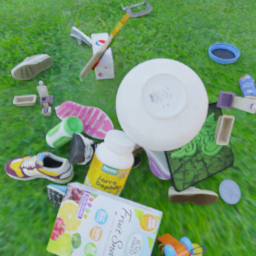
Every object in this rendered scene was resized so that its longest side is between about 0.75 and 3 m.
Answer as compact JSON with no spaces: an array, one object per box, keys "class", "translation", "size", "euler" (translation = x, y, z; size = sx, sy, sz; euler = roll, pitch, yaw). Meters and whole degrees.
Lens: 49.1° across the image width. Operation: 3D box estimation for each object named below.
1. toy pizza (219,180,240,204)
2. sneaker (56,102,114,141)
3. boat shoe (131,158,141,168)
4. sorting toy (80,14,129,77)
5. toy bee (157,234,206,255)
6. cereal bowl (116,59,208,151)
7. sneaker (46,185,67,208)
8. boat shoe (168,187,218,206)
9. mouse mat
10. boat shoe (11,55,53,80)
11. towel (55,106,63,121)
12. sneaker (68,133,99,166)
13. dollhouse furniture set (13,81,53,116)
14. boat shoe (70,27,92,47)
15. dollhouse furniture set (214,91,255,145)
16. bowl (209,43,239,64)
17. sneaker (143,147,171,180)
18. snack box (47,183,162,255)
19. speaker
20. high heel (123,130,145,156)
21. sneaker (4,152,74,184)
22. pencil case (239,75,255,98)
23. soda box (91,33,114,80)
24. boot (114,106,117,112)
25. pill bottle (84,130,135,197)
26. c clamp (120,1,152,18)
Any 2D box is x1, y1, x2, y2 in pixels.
[{"class":"toy pizza","translation":[3.220,2.036,8.908],"size":[0.760,0.120,0.760],"euler":[6,67,-16]},{"class":"sneaker","translation":[-1.424,-0.145,10.288],"size":[2.674,1.169,0.986],"euler":[22,72,34]},{"class":"boat shoe","translation":[0.089,1.242,9.787],"size":[0.841,0.263,0.308],"euler":[-22,48,-20]},{"class":"sorting toy","translation":[-0.875,-3.275,11.341],"size":[0.363,2.710,2.019],"euler":[38,51,-13]},{"class":"toy bee","translation":[1.324,3.428,7.046],"size":[1.316,2.011,1.093],"euler":[-16,85,1]},{"class":"cereal bowl","translation":[0.937,-0.721,7.641],"size":[2.617,1.090,2.617],"euler":[0,79,0]},{"class":"sneaker","translation":[-1.811,2.132,8.885],"size":[1.649,0.646,0.741],"euler":[14,28,12]},{"class":"boat shoe","translation":[2.039,2.084,8.846],"size":[1.520,0.548,0.494],"euler":[0,33,3]},{"class":"mouse mat","translation":[2.304,0.533,9.091],"size":[2.894,0.109,2.328],"euler":[-18,94,-32]},{"class":"boat shoe","translation":[-4.584,-2.882,13.193],"size":[0.713,0.779,2.085],"euler":[31,47,30]},{"class":"towel","translation":[-2.492,-0.611,11.497],"size":[0.705,0.183,1.063],"euler":[-24,52,-22]},{"class":"sneaker","translation":[-1.293,0.732,8.904],"size":[1.135,2.564,0.950],"euler":[11,84,-7]},{"class":"dollhouse furniture set","translation":[-3.985,-1.219,11.405],"size":[1.564,1.110,1.240],"euler":[-5,48,-5]},{"class":"boat shoe","translation":[-2.487,-4.775,15.093],"size":[1.786,0.650,0.552],"euler":[43,104,24]},{"class":"dollhouse furniture set","translation":[3.636,-0.160,8.875],"size":[1.365,1.723,1.223],"euler":[5,13,-24]},{"class":"bowl","translation":[4.848,-3.778,14.242],"size":[1.502,0.295,1.502],"euler":[0,48,0]},{"class":"sneaker","translation":[0.779,0.812,9.297],"size":[0.755,1.188,2.083],"euler":[-24,76,-22]},{"class":"snack box","translation":[-0.622,2.765,7.508],"size":[2.642,0.700,1.879],"euler":[17,86,12]},{"class":"speaker","translation":[-2.235,0.178,9.710],"size":[0.761,1.720,0.761],"euler":[15,63,-33]},{"class":"high heel","translation":[0.747,0.598,9.647],"size":[2.704,0.965,1.927],"euler":[-2,37,29]},{"class":"sneaker","translation":[-2.998,1.191,9.266],"size":[2.359,1.063,0.884],"euler":[3,50,3]},{"class":"pencil case","translation":[5.250,-1.676,12.176],"size":[0.610,0.548,1.404],"euler":[-15,46,22]},{"class":"soda box","translation":[-1.255,-3.514,13.595],"size":[0.839,0.898,2.635],"euler":[-7,49,-6]},{"class":"boot","translation":[0.130,-0.740,11.170],"size":[0.960,1.313,0.461],"euler":[-17,59,34]},{"class":"pill bottle","translation":[-0.526,1.161,8.369],"size":[1.168,2.070,1.168],"euler":[18,23,-8]},{"class":"c clamp","translation":[0.511,-7.415,17.280],"size":[1.764,0.239,1.507],"euler":[-13,61,-1]}]
